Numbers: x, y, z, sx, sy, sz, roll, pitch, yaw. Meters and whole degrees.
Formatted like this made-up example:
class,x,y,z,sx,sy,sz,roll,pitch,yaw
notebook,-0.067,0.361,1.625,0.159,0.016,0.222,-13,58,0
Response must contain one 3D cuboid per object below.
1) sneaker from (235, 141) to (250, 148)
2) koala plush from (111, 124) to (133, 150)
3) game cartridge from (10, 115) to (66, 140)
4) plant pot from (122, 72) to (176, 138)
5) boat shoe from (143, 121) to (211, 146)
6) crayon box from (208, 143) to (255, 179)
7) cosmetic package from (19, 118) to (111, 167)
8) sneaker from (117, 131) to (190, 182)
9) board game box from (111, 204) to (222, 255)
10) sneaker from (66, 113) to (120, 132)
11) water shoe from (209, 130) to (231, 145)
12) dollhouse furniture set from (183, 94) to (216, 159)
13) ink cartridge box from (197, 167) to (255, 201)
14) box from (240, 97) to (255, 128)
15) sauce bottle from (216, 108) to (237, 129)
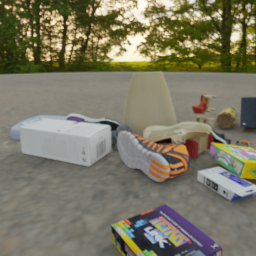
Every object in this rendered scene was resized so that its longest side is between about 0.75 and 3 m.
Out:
class,x,y,z,sx,sy,sz,roll,pitch,yaw
sneaker,4.384,0.614,10.656,0.312,0.308,0.798,-6,15,-15
koala plush,-0.389,0.334,10.798,1.022,0.939,0.906,-4,10,45
game cartridge,-3.944,-0.060,12.748,1.868,0.567,2.801,-1,15,12
plant pot,0.878,-1.038,11.894,2.447,2.613,2.447,-2,11,0
boat shoe,1.608,0.303,9.319,2.250,0.731,0.812,-4,-29,10
crayon box,3.533,1.001,8.428,1.505,0.509,1.745,6,13,-16
cosmetic package,-2.218,0.414,9.934,2.951,1.092,1.500,8,18,23
sneaker,0.830,0.828,8.942,1.509,1.045,2.693,-6,26,-35
board game box,0.618,2.073,4.978,1.301,0.446,1.574,-14,20,-27
sneaker,-1.447,0.170,11.580,2.347,0.889,1.028,8,44,-10
water shoe,3.548,0.388,11.016,0.433,0.392,1.097,-19,42,-20
dollhouse furniture set,2.385,-0.099,9.845,0.848,2.085,1.122,15,22,42
ink cartridge box,2.663,1.509,7.424,0.811,0.320,1.630,-7,15,-23
box,5.880,-0.746,13.029,0.976,1.385,1.872,3,8,31
sauce bottle,4.967,-0.575,13.990,0.830,0.830,2.516,6,15,22
